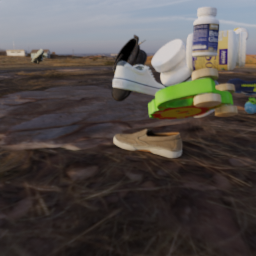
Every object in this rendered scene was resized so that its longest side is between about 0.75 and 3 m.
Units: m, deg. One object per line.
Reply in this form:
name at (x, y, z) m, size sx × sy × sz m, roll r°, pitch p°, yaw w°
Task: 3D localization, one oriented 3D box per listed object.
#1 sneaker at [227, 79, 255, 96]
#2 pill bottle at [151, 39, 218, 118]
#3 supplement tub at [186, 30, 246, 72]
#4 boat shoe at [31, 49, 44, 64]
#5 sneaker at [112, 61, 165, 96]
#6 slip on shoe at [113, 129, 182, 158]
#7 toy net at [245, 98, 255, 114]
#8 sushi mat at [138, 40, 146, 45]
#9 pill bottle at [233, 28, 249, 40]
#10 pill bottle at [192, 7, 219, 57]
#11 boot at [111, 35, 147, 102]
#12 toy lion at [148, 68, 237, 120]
sneaker at (5.139, -1.720, 12.204) m, size 1.739 × 0.643 × 0.715 m, roll 16°, pitch -3°, yaw 41°
pill bottle at (2.291, -1.870, 10.794) m, size 1.656 × 2.859 × 1.656 m, roll -33°, pitch 30°, yaw 22°
supplement tub at (2.821, -2.455, 9.010) m, size 1.737 × 1.263 × 1.263 m, roll 1°, pitch 17°, yaw 20°
boat shoe at (-3.050, -2.438, 9.650) m, size 0.302 × 0.321 × 0.893 m, roll 32°, pitch -26°, yaw -26°
sneaker at (0.549, -1.659, 9.637) m, size 0.978 × 0.948 × 2.678 m, roll 16°, pitch 9°, yaw 34°
slip on shoe at (0.734, 0.444, 11.151) m, size 2.934 × 0.889 × 1.115 m, roll 12°, pitch 21°, yaw 33°
toy net at (4.432, -0.422, 8.927) m, size 1.480 × 0.777 × 0.286 m, roll 39°, pitch 60°, yaw 20°
sushi mat at (0.552, -4.223, 14.217) m, size 0.390 × 0.049 × 0.816 m, roll -37°, pitch 9°, yaw -33°
pill bottle at (4.860, -4.024, 12.156) m, size 0.620 × 0.620 × 1.135 m, roll 3°, pitch 21°, yaw 11°
pill bottle at (1.871, -2.281, 6.739) m, size 0.608 × 1.094 × 0.608 m, roll 0°, pitch 11°, yaw 0°
boot at (-0.197, -2.440, 11.964) m, size 1.001 × 2.892 × 2.518 m, roll 29°, pitch 12°, yaw 9°
toy lion at (1.710, -0.740, 8.445) m, size 2.664 × 0.954 × 2.779 m, roll -10°, pitch -11°, yaw 32°
